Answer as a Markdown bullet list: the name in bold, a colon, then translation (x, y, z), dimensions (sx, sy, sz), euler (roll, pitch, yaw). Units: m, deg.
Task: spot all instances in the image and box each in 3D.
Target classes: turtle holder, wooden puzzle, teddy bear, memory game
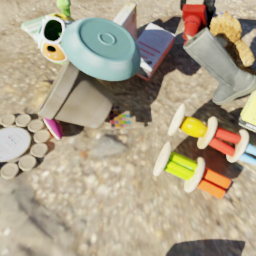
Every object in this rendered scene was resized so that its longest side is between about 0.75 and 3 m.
- **turtle holder**: translation (-2.149, -3.130, 9.204), dimensions (1.489, 1.392, 1.960), euler (39, 91, 2)
- **wooden puzzle**: translation (-0.244, -0.252, 8.471), dimensions (0.634, 0.075, 1.068), euler (1, 54, -13)
- **teddy bear**: translation (3.258, -2.273, 8.815), dimensions (0.844, 2.527, 1.832), euler (-31, 54, 13)
- **memory game**: translation (-3.594, 0.510, 8.476), dimensions (2.472, 0.157, 2.472), euler (0, 50, 0)

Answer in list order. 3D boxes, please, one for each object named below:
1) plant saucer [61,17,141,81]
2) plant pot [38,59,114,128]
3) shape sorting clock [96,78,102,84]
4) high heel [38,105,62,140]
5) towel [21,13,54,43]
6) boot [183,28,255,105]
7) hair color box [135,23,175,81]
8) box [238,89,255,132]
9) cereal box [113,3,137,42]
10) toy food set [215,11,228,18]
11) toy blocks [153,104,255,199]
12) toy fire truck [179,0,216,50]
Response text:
- **plant saucer**: translation (-0.635, -2.310, 7.695), dimensions (2.313, 0.416, 2.313), euler (11, 55, -17)
- **plant pot**: translation (-1.408, -0.875, 8.237), dimensions (1.693, 1.952, 1.952), euler (28, 47, -19)
- **shape sorting clock**: translation (-1.623, -1.364, 10.002), dimensions (1.462, 0.287, 1.462), euler (1, 54, -1)
- **high heel**: translation (-2.207, -0.377, 8.941), dimensions (0.904, 0.635, 1.885), euler (-29, 41, -10)
- **towel**: translation (-3.407, -4.338, 12.591), dimensions (1.999, 0.307, 2.620), euler (-30, 55, -24)
- **boot**: translation (2.407, -1.664, 8.039), dimensions (2.130, 1.937, 0.773), euler (32, 67, -10)
- **hair color box**: translation (0.776, -2.835, 10.387), dimensions (1.127, 0.649, 2.032), euler (30, 63, 9)
- **box**: translation (4.052, -1.305, 7.726), dimensions (0.727, 2.901, 1.092), euler (26, 17, 15)
- **cereal box**: translation (-0.228, -3.407, 10.697), dimensions (0.479, 1.745, 2.426), euler (14, 49, 14)
- **toy food set**: translation (4.063, -5.327, 13.272), dimensions (1.174, 0.528, 0.561), euler (24, 53, 19)
- **toy blocks**: translation (2.336, 0.838, 7.595), dimensions (2.762, 1.003, 2.302), euler (24, 64, 1)
- **toy fire truck**: translation (2.384, -3.010, 9.433), dimensions (1.443, 1.974, 2.243), euler (12, 80, 22)
